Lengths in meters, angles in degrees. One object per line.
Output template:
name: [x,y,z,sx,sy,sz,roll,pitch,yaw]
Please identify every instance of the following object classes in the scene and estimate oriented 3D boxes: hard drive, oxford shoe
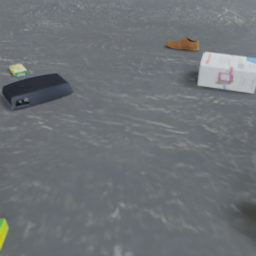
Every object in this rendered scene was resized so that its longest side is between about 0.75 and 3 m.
hard drive: [-3.385,-1.444,10.395,2.283,0.483,1.540,-21,40,-28]
oxford shoe: [2.854,-4.440,14.655,1.775,0.632,0.633,12,38,20]

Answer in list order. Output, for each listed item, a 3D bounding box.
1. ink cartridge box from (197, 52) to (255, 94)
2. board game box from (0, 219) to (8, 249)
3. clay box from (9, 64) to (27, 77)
ink cartridge box: [3.967,-2.246,11.181,2.163,0.915,1.563,12,36,15]
board game box: [-2.752,2.308,5.099,0.667,0.313,1.313,-1,35,-2]
clay box: [-4.803,-2.521,12.204,0.522,0.216,0.908,-20,39,-27]
